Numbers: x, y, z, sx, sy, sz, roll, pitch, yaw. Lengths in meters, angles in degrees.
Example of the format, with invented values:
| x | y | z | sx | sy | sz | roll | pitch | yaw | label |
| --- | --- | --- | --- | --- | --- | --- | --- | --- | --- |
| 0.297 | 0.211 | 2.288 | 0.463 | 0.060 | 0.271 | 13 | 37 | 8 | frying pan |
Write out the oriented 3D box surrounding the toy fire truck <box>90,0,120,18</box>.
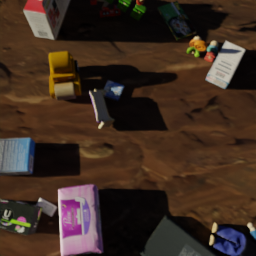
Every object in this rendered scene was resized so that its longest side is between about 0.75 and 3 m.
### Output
| x | y | z | sx | sy | sz | roll | pitch | yaw | label |
| --- | --- | --- | --- | --- | --- | --- | --- | --- | --- |
| -1.130 | -6.016 | 13.917 | 1.398 | 0.341 | 0.986 | -9 | 87 | -4 | toy fire truck |

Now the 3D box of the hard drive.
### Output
| x | y | z | sx | sy | sz | roll | pitch | yaw | label |
| --- | --- | --- | --- | --- | --- | --- | --- | --- | --- |
| 1.820 | 4.553 | 10.027 | 2.373 | 0.390 | 1.656 | 36 | 73 | 13 | hard drive |

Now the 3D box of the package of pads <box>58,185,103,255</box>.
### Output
| x | y | z | sx | sy | sz | roll | pitch | yaw | label |
| --- | --- | --- | --- | --- | --- | --- | --- | --- | --- |
| -1.748 | 3.370 | 10.195 | 1.459 | 0.916 | 2.422 | -7 | 69 | -3 | package of pads |

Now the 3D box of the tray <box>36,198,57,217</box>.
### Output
| x | y | z | sx | sy | sz | roll | pitch | yaw | label |
| --- | --- | --- | --- | --- | --- | --- | --- | --- | --- |
| -3.173 | 3.050 | 10.768 | 0.774 | 0.086 | 0.416 | 25 | 71 | 9 | tray |

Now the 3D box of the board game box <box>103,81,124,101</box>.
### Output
| x | y | z | sx | sy | sz | roll | pitch | yaw | label |
| --- | --- | --- | --- | --- | --- | --- | --- | --- | --- |
| -0.687 | -1.660 | 12.510 | 0.778 | 0.169 | 0.775 | 19 | 69 | 7 | board game box |

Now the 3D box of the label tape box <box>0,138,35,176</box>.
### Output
| x | y | z | sx | sy | sz | roll | pitch | yaw | label |
| --- | --- | --- | --- | --- | --- | --- | --- | --- | --- |
| -4.805 | 1.173 | 11.201 | 1.914 | 0.633 | 1.372 | -3 | 68 | 1 | label tape box |

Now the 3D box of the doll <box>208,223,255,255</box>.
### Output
| x | y | z | sx | sy | sz | roll | pitch | yaw | label |
| --- | --- | --- | --- | --- | --- | --- | --- | --- | --- |
| 4.189 | 4.197 | 10.073 | 2.339 | 0.567 | 1.596 | 20 | 71 | 8 | doll |

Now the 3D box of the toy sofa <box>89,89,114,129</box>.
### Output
| x | y | z | sx | sy | sz | roll | pitch | yaw | label |
| --- | --- | --- | --- | --- | --- | --- | --- | --- | --- |
| -1.206 | -0.802 | 11.790 | 0.774 | 0.657 | 1.586 | -6 | 66 | -28 | toy sofa |

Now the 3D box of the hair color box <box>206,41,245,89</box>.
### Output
| x | y | z | sx | sy | sz | roll | pitch | yaw | label |
| --- | --- | --- | --- | --- | --- | --- | --- | --- | --- |
| 4.416 | -2.863 | 12.731 | 0.998 | 0.604 | 1.995 | 28 | 72 | 10 | hair color box |

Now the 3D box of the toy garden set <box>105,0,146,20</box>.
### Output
| x | y | z | sx | sy | sz | roll | pitch | yaw | label |
| --- | --- | --- | --- | --- | --- | --- | --- | --- | --- |
| -0.353 | -6.156 | 12.621 | 2.773 | 2.312 | 0.553 | 27 | 88 | -12 | toy garden set |

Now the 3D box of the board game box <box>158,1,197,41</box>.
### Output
| x | y | z | sx | sy | sz | roll | pitch | yaw | label |
| --- | --- | --- | --- | --- | --- | --- | --- | --- | --- |
| 2.410 | -5.332 | 13.880 | 1.095 | 0.245 | 2.090 | -22 | 71 | -6 | board game box |

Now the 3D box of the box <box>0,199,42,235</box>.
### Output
| x | y | z | sx | sy | sz | roll | pitch | yaw | label |
| --- | --- | --- | --- | --- | --- | --- | --- | --- | --- |
| -4.020 | 3.245 | 10.252 | 1.352 | 0.840 | 1.004 | 11 | 75 | 5 | box |

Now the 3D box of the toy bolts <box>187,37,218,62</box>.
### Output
| x | y | z | sx | sy | sz | roll | pitch | yaw | label |
| --- | --- | --- | --- | --- | --- | --- | --- | --- | --- |
| 3.548 | -3.787 | 12.817 | 1.318 | 1.259 | 0.914 | 23 | 77 | -3 | toy bolts |

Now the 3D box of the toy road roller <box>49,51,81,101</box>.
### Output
| x | y | z | sx | sy | sz | roll | pitch | yaw | label |
| --- | --- | --- | --- | --- | --- | --- | --- | --- | --- |
| -2.817 | -2.343 | 12.050 | 1.268 | 1.506 | 2.063 | -8 | 69 | -3 | toy road roller |

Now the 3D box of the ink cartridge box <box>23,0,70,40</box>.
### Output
| x | y | z | sx | sy | sz | roll | pitch | yaw | label |
| --- | --- | --- | --- | --- | --- | --- | --- | --- | --- |
| -3.747 | -5.938 | 12.988 | 1.103 | 2.309 | 2.630 | 11 | 69 | 4 | ink cartridge box |
